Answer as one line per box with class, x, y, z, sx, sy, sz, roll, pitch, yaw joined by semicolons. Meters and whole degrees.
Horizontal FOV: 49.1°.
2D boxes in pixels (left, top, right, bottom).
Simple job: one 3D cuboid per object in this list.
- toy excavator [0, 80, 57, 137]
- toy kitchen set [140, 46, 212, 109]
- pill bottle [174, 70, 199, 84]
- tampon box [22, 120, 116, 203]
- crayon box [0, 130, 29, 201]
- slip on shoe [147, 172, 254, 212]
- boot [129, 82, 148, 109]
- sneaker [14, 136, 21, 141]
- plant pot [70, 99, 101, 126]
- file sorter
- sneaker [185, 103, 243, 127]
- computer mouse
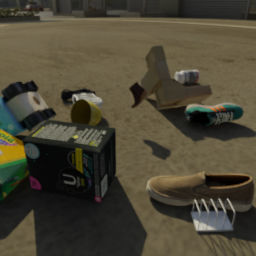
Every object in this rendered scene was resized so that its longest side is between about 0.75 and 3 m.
toy excavator;-4.166;-0.056;8.917;2.976;1.487;2.894;-34;6;9
toy kitchen set;1.936;-2.077;12.386;2.194;2.432;1.984;-9;-13;-18
pill bottle;3.090;-2.680;14.766;1.168;0.677;0.677;-4;27;-7
tampon box;-1.411;0.786;7.131;1.953;1.464;1.233;7;28;13
crayon box;-3.838;0.647;7.257;2.533;0.738;1.504;28;34;5
slip on shoe;1.704;1.392;6.731;2.499;0.757;0.950;7;28;13
boot;0.251;-1.146;9.941;0.671;0.807;0.292;46;13;-2
sneaker;-3.450;0.651;8.318;0.440;0.629;1.264;-4;28;-7
plant pot;-1.447;-0.462;10.209;1.114;1.114;0.791;22;12;36
file sorter;1.835;1.875;6.099;0.786;0.489;0.545;-2;27;-2
sneaker;3.210;-0.405;10.357;2.147;0.766;0.858;-1;34;5
computer mouse;-1.871;-1.089;11.808;1.543;0.617;2.814;-5;22;-20
